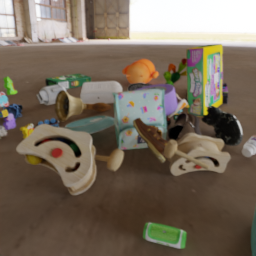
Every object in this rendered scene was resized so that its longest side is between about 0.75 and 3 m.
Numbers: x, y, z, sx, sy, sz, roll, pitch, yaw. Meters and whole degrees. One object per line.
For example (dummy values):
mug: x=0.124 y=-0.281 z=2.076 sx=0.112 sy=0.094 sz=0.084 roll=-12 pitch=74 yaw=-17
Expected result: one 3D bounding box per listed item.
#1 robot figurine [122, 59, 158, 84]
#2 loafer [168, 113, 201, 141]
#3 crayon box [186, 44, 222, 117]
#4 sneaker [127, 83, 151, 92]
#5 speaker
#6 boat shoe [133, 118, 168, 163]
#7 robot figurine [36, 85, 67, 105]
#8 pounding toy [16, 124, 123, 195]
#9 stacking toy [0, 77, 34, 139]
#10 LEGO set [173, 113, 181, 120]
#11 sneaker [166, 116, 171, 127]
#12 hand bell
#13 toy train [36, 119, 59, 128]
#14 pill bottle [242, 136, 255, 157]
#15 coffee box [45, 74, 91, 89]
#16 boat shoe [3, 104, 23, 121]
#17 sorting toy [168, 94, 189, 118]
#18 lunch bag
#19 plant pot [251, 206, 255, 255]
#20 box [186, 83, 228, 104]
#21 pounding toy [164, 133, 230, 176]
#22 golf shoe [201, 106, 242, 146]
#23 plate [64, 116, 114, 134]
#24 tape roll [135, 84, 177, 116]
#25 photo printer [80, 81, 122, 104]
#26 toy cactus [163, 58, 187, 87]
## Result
robot figurine: x=0.790 y=-3.585 z=18.209 sx=1.952 sy=1.582 sz=2.713 roll=45 pitch=28 yaw=-1
loafer: x=1.822 y=0.057 z=9.345 sx=0.918 sy=0.944 sz=2.586 roll=22 pitch=20 yaw=-5
crayon box: x=3.503 y=-2.215 z=12.710 sx=0.846 sy=2.903 sz=2.505 roll=7 pitch=21 yaw=35
sneaker: x=0.782 y=-1.991 z=14.626 sx=2.202 sy=0.831 sz=1.253 roll=15 pitch=4 yaw=27
speaker: x=0.699 y=2.062 z=5.372 sx=0.787 sy=0.348 sz=0.348 roll=7 pitch=22 yaw=18
boat shoe: x=0.699 y=0.241 z=7.868 sx=0.571 sy=0.609 sz=1.691 roll=-39 pitch=47 yaw=4
robot figurine: x=-3.793 y=-1.684 z=14.182 sx=1.586 sy=0.896 sz=1.345 roll=-22 pitch=-3 yaw=-44
pounding toy: x=-1.474 y=0.991 z=7.254 sx=2.501 sy=1.434 sz=1.430 roll=12 pitch=59 yaw=11
stacking toy: x=-4.151 y=-0.589 z=9.492 sx=1.636 sy=2.170 sz=0.510 roll=-3 pitch=22 yaw=28
LEGO set: x=1.175 y=-0.920 z=12.650 sx=2.051 sy=0.674 sz=2.745 roll=-11 pitch=25 yaw=-17
sneaker: x=1.336 y=-0.257 z=10.916 sx=0.770 sy=0.724 sz=1.880 roll=11 pitch=34 yaw=22
hand bell: x=-1.815 y=-0.935 z=12.465 sx=2.500 sy=1.302 sz=1.302 roll=-1 pitch=17 yaw=-40
toy train: x=-3.015 y=-0.034 z=10.558 sx=0.861 sy=0.373 sz=0.492 roll=-15 pitch=67 yaw=-13
pill bottle: x=3.937 y=0.599 z=8.894 sx=0.750 sy=0.418 sz=0.418 roll=-35 pitch=38 yaw=-31
coffee box: x=-3.795 y=-2.966 z=17.960 sx=2.500 sy=0.550 sz=1.537 roll=-19 pitch=28 yaw=-38
boat shoe: x=-4.921 y=-0.766 z=12.043 sx=0.603 sy=0.739 sz=1.757 roll=-15 pitch=26 yaw=-8
sorting toy: x=1.793 y=-0.851 z=11.832 sx=1.197 sy=0.711 sz=1.330 roll=-43 pitch=33 yaw=7
lunch bag: x=0.366 y=-0.244 z=9.135 sx=1.653 sy=1.941 sz=1.183 roll=-6 pitch=10 yaw=-10
plant pot: x=2.860 y=1.791 z=5.136 sx=1.088 sy=1.087 sz=1.539 roll=6 pitch=17 yaw=15
box: x=4.428 y=-2.033 z=15.612 sx=2.098 sy=0.530 sz=2.934 roll=6 pitch=21 yaw=15
pounding toy: x=1.751 y=0.958 z=7.448 sx=2.062 sy=1.179 sz=1.183 roll=11 pitch=42 yaw=-19
golf shoe: x=3.525 y=-0.036 z=9.723 sx=1.152 sy=0.948 sz=2.438 roll=23 pitch=22 yaw=-16
plate: x=-1.513 y=-0.118 z=10.248 sx=2.301 sy=0.294 sz=2.301 roll=-13 pitch=12 yaw=3
tape roll: x=0.915 y=-1.019 z=10.864 sx=1.891 sy=0.803 sz=1.891 roll=-12 pitch=23 yaw=5
photo printer: x=-1.359 y=-1.865 z=14.661 sx=2.113 sy=0.734 sz=1.758 roll=-4 pitch=29 yaw=-2
toy cactus: x=2.047 y=-1.930 z=13.284 sx=1.321 sy=2.583 sz=2.131 roll=21 pitch=1 yaw=3
